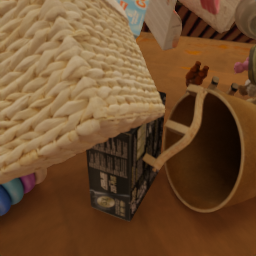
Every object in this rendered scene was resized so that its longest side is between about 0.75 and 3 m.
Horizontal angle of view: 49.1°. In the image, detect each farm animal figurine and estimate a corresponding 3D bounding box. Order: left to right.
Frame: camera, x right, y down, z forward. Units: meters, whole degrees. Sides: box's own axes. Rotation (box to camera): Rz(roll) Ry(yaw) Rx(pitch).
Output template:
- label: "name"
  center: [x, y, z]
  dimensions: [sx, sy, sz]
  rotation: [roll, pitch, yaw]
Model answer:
- label: "farm animal figurine"
  center: [3.050, -0.884, 8.264]
  dimensions: [2.842, 1.429, 2.295]
  rotation: [-7, 54, -18]

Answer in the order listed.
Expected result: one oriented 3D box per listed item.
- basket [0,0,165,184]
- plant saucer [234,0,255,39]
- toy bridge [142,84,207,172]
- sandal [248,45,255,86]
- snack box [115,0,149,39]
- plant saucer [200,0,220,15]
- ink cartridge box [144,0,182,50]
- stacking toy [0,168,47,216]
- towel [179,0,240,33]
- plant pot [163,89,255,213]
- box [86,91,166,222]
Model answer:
- label: "basket"
  center: [-0.838, -0.431, 2.911]
  dimensions: [1.855, 1.505, 1.872]
  rotation: [-25, -3, 21]
- label: "plant saucer"
  center: [3.487, -2.682, 6.958]
  dimensions: [1.685, 1.685, 0.423]
  rotation: [14, 68, 21]
- label: "toy bridge"
  center: [0.856, 0.030, 4.658]
  dimensions: [0.546, 0.221, 1.625]
  rotation: [25, 81, 50]
- label: "sandal"
  center: [3.437, -1.273, 6.196]
  dimensions: [2.296, 0.911, 0.655]
  rotation: [10, -7, -30]
- label: "snack box"
  center: [-0.084, -2.446, 5.314]
  dimensions: [0.539, 1.688, 2.905]
  rotation: [24, 64, -18]
- label: "plant saucer"
  center: [1.850, -3.338, 6.424]
  dimensions: [0.361, 1.422, 1.422]
  rotation: [0, 31, 23]
- label: "ink cartridge box"
  center: [0.929, -3.307, 7.277]
  dimensions: [0.499, 1.989, 1.613]
  rotation: [-18, 65, -17]
- label: "stacking toy"
  center: [-2.810, 1.450, 4.921]
  dimensions: [1.249, 1.249, 2.927]
  rotation: [15, 43, 22]
- label: "towel"
  center: [2.260, -3.833, 7.723]
  dimensions: [2.251, 1.492, 0.388]
  rotation: [32, 21, -9]
- label: "plant pot"
  center: [2.306, 0.450, 5.674]
  dimensions: [2.404, 2.241, 2.241]
  rotation: [3, 30, -25]
- label: "box"
  center: [0.002, 0.445, 5.449]
  dimensions: [0.868, 2.017, 1.651]
  rotation: [15, 36, 21]
